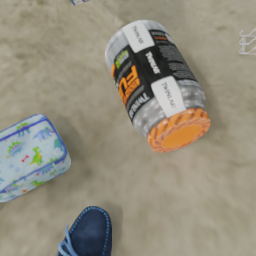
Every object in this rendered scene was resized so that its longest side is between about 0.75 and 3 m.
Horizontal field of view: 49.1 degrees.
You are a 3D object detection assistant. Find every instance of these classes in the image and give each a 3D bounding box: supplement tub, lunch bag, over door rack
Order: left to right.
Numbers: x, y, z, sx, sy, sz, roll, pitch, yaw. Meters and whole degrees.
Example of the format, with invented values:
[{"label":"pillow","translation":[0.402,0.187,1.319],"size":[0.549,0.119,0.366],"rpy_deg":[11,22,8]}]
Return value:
[{"label":"lunch bag","translation":[-2.388,0.617,6.276],"size":[1.878,0.774,1.509],"rpy_deg":[-27,62,-15]},{"label":"supplement tub","translation":[0.655,-0.972,6.576],"size":[1.737,1.737,2.834],"rpy_deg":[-18,62,-10]},{"label":"over door rack","translation":[3.837,-2.480,8.182],"size":[1.109,0.369,0.819],"rpy_deg":[11,63,6]}]

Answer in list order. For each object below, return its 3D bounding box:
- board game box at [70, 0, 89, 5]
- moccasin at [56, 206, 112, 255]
[{"label":"board game box","translation":[-0.801,-4.491,6.626],"size":[1.805,0.459,2.666],"rpy_deg":[-13,84,11]},{"label":"moccasin","translation":[-0.919,2.761,4.974],"size":[1.132,0.959,2.813],"rpy_deg":[12,62,6]}]
